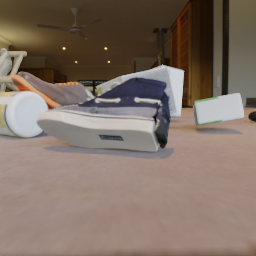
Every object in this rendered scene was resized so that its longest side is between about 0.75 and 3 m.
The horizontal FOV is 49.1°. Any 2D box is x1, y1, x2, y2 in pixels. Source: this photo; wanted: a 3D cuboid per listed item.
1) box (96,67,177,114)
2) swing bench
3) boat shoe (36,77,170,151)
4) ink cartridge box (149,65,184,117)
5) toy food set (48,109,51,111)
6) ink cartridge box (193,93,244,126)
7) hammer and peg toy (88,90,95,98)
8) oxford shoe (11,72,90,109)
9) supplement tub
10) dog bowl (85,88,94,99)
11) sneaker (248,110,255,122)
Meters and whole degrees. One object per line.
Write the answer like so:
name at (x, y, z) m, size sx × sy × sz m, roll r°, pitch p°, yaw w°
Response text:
box at (0.143, -0.957, 9.048) m, size 1.525 × 1.374 × 2.712 m, roll -16°, pitch 7°, yaw -21°
swing bench at (-4.641, -1.604, 8.624) m, size 2.432 × 1.578 × 2.419 m, roll 12°, pitch 29°, yaw -19°
boat shoe at (-0.345, -0.261, 4.411) m, size 2.148 × 0.996 × 0.802 m, roll 6°, pitch -32°, yaw 20°
ink cartridge box at (1.073, -1.345, 11.528) m, size 1.056 × 1.830 × 2.522 m, roll 6°, pitch -3°, yaw -26°
toy food set at (-2.449, -0.390, 7.706) m, size 1.081 × 0.314 × 1.566 m, roll 5°, pitch 23°, yaw -11°
ink cartridge box at (2.289, -0.435, 7.334) m, size 1.065 × 0.618 × 1.471 m, roll -10°, pitch -3°, yaw 11°
hammer and peg toy at (-1.602, -1.197, 12.653) m, size 1.232 × 0.590 × 1.675 m, roll 40°, pitch -3°, yaw 23°
oxford shoe at (-1.721, -0.854, 7.171) m, size 0.923 × 0.944 × 2.589 m, roll 16°, pitch -11°, yaw 42°
supplement tub at (-2.535, -0.308, 6.217) m, size 1.342 × 0.971 × 0.971 m, roll 4°, pitch 7°, yaw 37°
dog bowl at (-1.667, -0.699, 9.064) m, size 1.273 × 1.273 × 0.469 m, roll 2°, pitch 30°, yaw 23°
sneaker at (5.021, -0.409, 10.319) m, size 0.585 × 0.506 × 1.336 m, roll -11°, pitch 11°, yaw -39°
